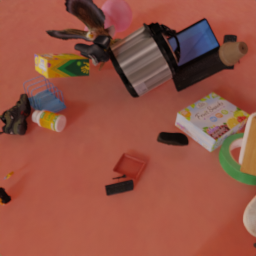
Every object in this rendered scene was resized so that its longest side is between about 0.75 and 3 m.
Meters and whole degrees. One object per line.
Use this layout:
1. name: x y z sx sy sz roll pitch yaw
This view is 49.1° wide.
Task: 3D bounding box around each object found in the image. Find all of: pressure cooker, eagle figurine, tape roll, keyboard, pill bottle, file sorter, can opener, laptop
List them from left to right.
1. file sorter: -3.269 -1.253 10.851 1.008 0.891 1.453 -30 50 -28
2. pill bottle: -2.866 -0.284 10.078 1.105 0.614 0.614 16 46 16
3. eagle figurine: -1.738 -4.196 12.011 2.810 2.120 2.132 32 79 -13
4. can opener: -1.322 -2.786 10.254 0.967 0.779 2.459 -49 31 -11
5. keyboard: -0.261 1.660 8.194 0.853 0.542 0.088 -11 5 -12
6. pressure cooker: 0.784 -2.674 10.851 2.639 2.357 2.321 -30 8 9
7. laptop: 2.691 -3.113 11.710 2.451 1.428 2.765 -26 29 15
8. keyboard: 4.409 -3.235 11.958 0.767 1.474 0.292 4 11 15
9. tape roll: 3.862 0.951 8.923 1.833 0.440 1.833 0 45 0

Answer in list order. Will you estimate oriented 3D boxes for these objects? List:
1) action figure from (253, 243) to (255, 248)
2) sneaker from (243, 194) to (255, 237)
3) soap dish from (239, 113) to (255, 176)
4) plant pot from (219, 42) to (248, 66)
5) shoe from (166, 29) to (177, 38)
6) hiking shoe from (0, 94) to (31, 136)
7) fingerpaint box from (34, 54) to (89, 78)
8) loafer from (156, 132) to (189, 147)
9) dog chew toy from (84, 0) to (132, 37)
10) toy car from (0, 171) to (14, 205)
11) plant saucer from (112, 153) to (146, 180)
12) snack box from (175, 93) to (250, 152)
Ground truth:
1. action figure: 4.120 2.244 6.197 2.490 2.574 1.346 -4 0 -29
2. sneaker: 3.828 1.588 7.232 1.049 1.115 2.722 38 82 27
3. soap dish: 3.985 0.349 7.780 1.544 1.963 0.797 -20 39 -18
4. plant pot: 3.434 -2.453 8.972 0.775 0.775 0.675 -24 5 -23
5. shoe: 2.441 -4.259 13.741 2.673 1.216 0.955 -22 48 -21
6. hiking shoe: -4.173 -0.561 10.253 1.000 0.752 1.987 -2 46 -5
7. fingerpaint box: -2.781 -2.606 11.632 1.718 0.755 2.060 -9 23 -29
8. loafer: 1.460 0.379 9.294 1.192 0.425 0.435 13 65 -21
9. dog chew toy: -1.067 -5.244 14.001 2.645 1.647 1.647 -40 54 -9
10. toy car: -3.584 1.822 8.246 0.364 0.537 1.094 -38 18 22
11. plant saucer: 0.038 1.241 8.845 0.815 0.150 0.817 19 48 18
12. snack box: 2.985 -0.269 9.990 2.012 0.681 1.697 -27 52 -28
